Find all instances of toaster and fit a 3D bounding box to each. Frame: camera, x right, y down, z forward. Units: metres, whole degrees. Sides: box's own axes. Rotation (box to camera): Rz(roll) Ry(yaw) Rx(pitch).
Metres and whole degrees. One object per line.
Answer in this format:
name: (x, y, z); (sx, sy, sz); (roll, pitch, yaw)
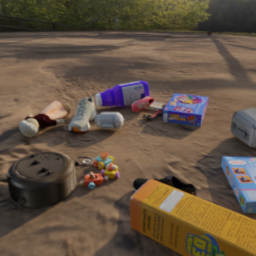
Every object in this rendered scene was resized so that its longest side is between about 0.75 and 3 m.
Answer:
toaster: (4.802, -0.012, 10.075); (1.957, 1.112, 1.264); (-6, 29, -11)

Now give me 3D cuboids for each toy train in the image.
toy train: (-0.885, 1.162, 8.315); (1.159, 0.429, 1.543); (-5, 26, -11)

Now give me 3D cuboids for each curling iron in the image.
curling iron: (1.329, -0.716, 12.547); (0.510, 0.263, 2.059); (21, 32, 34)

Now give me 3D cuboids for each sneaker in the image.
sneaker: (0.939, 1.480, 7.222); (1.745, 0.764, 0.661); (14, 28, 27)
sneaker: (-1.899, -0.610, 11.426); (0.845, 1.027, 2.232); (2, 25, 6)
sneaker: (0.675, -1.108, 12.827); (1.261, 0.465, 0.547); (-31, 19, -25)

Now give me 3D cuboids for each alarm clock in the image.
alarm clock: (-2.130, 1.228, 7.771); (2.609, 0.868, 1.760); (-16, 29, -37)

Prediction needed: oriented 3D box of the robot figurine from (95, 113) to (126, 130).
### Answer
robot figurine: (-0.703, -0.272, 11.051); (1.177, 0.665, 0.998); (1, 36, 13)

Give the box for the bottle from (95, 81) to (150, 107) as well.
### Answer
bottle: (-0.267, -1.529, 13.327); (2.543, 1.062, 0.830); (-13, 17, -14)

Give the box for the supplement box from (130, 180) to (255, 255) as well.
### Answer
supplement box: (1.386, 2.068, 5.785); (2.759, 0.918, 0.949); (15, 29, 31)

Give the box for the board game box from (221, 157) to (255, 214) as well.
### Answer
board game box: (3.651, 1.487, 7.640); (1.641, 0.397, 2.170); (1, 25, 3)

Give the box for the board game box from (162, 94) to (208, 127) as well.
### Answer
board game box: (2.602, -0.853, 12.513); (1.622, 0.540, 2.412); (9, 26, 19)

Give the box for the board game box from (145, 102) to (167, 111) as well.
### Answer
board game box: (1.252, -1.037, 13.351); (1.003, 0.174, 0.633); (13, 29, 25)

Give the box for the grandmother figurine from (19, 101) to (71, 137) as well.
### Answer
grandmother figurine: (-3.428, -0.374, 11.273); (1.609, 0.803, 2.653); (-1, 21, 19)
